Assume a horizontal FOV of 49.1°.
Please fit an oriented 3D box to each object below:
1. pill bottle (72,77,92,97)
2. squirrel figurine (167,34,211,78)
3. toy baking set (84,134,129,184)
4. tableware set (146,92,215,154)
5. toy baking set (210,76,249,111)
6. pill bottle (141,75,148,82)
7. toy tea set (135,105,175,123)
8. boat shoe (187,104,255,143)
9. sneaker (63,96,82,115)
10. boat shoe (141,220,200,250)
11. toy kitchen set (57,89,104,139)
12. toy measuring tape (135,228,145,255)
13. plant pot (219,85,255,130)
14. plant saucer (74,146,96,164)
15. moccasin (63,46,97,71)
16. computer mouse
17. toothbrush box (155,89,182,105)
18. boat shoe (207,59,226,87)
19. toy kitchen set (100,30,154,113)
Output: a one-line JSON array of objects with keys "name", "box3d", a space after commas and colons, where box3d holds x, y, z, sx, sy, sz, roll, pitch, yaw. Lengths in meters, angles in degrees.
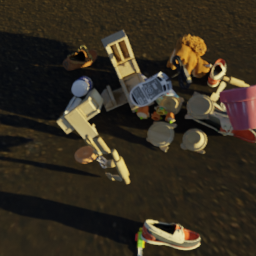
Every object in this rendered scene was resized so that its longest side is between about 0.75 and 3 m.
[{"name": "pill bottle", "box3d": [-1.919, -1.693, 11.592, 0.668, 0.668, 1.154, 5, 22, 4]}, {"name": "squirrel figurine", "box3d": [2.823, -3.092, 12.234, 1.736, 1.316, 1.860, 19, 97, -6]}, {"name": "toy baking set", "box3d": [-0.604, 0.995, 8.585, 0.264, 2.271, 1.743, -39, 39, -21]}, {"name": "tableware set", "box3d": [1.982, -0.247, 10.543, 2.171, 0.302, 2.599, 12, 72, 20]}, {"name": "toy baking set", "box3d": [4.225, -1.295, 11.195, 2.161, 0.251, 1.658, 18, 64, -19]}, {"name": "pill bottle", "box3d": [0.692, -1.893, 12.078, 0.544, 0.544, 0.973, -37, 60, -25]}, {"name": "toy tea set", "box3d": [0.994, -0.423, 10.547, 1.505, 0.895, 0.557, 6, 64, 21]}, {"name": "boat shoe", "box3d": [3.569, -0.174, 10.463, 2.788, 0.992, 0.872, 33, 54, 27]}, {"name": "sneaker", "box3d": [-2.227, -0.705, 11.198, 0.479, 0.455, 1.190, 34, 71, -21]}, {"name": "boat shoe", "box3d": [1.265, 3.028, 8.045, 1.777, 0.556, 0.633, 10, 16, -7]}, {"name": "toy kitchen set", "box3d": [-1.613, -0.413, 10.805, 1.547, 1.262, 1.396, -32, 20, 17]}, {"name": "toy measuring tape", "box3d": [0.358, 3.397, 8.145, 0.366, 0.366, 0.994, 4, 53, 3]}, {"name": "plant pot", "box3d": [3.887, -0.674, 9.302, 1.512, 1.512, 1.353, -11, 94, -8]}, {"name": "plant saucer", "box3d": [-1.478, 0.910, 9.753, 0.796, 0.128, 0.796, -6, 38, 4]}, {"name": "moccasin", "box3d": [-2.094, -3.208, 12.681, 1.982, 0.765, 0.725, -28, 78, -45]}, {"name": "computer mouse", "box3d": [1.106, -1.573, 10.279, 2.308, 0.506, 1.266, -28, 93, 6]}, {"name": "toothbrush box", "box3d": [1.619, -1.165, 11.548, 0.758, 0.441, 1.035, -18, 55, -19]}, {"name": "boat shoe", "box3d": [4.031, -2.588, 12.608, 0.635, 0.558, 1.784, 22, 54, 18]}, {"name": "toy kitchen set", "box3d": [-0.431, -1.939, 10.867, 1.895, 2.096, 2.323, -24, 58, 3]}]
